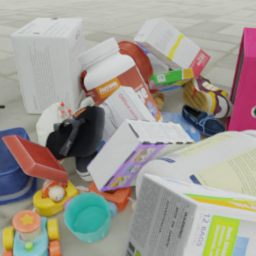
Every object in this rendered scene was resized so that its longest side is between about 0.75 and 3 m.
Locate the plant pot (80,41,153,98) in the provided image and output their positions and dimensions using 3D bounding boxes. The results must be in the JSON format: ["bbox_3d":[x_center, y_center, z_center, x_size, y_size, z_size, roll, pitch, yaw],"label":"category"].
[{"bbox_3d":[-0.518,-1.852,10.416,2.125,2.125,2.067,24,47,33],"label":"plant pot"}]

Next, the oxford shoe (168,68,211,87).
[{"bbox_3d":[2.572,-2.314,11.977,0.858,0.996,2.361,-21,39,-33],"label":"oxford shoe"}]

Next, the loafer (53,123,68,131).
[{"bbox_3d":[-1.406,0.202,7.031,0.450,0.514,1.429,-19,30,-34],"label":"loafer"}]

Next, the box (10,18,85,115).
[{"bbox_3d":[-2.672,-2.329,10.264,1.821,2.786,2.772,1,33,1],"label":"box"}]

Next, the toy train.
[{"bbox_3d":[-1.144,1.716,5.698,2.199,0.814,2.928,13,33,20],"label":"toy train"}]

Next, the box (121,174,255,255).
[{"bbox_3d":[1.268,1.511,3.481,2.335,1.314,1.184,16,-1,-22],"label":"box"}]

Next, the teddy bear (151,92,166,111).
[{"bbox_3d":[0.430,-0.624,9.181,2.144,0.716,1.554,-37,30,-32],"label":"teddy bear"}]

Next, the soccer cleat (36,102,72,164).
[{"bbox_3d":[-2.250,0.253,8.142,1.013,0.905,2.613,-27,37,17],"label":"soccer cleat"}]

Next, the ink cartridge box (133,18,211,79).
[{"bbox_3d":[1.535,-2.852,10.085,2.321,0.968,1.684,30,9,-21],"label":"ink cartridge box"}]

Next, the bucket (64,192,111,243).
[{"bbox_3d":[-0.758,1.765,5.493,0.895,0.582,0.895,-3,49,4],"label":"bucket"}]

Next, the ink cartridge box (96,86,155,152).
[{"bbox_3d":[-0.243,-0.104,6.321,1.017,1.402,0.587,54,23,9],"label":"ink cartridge box"}]

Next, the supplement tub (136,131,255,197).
[{"bbox_3d":[1.705,1.188,5.482,2.662,1.930,1.930,-18,36,-26],"label":"supplement tub"}]

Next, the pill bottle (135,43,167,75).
[{"bbox_3d":[0.772,-2.666,12.072,1.411,1.411,2.519,-7,34,-12],"label":"pill bottle"}]

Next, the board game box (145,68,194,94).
[{"bbox_3d":[1.151,-1.394,8.576,1.165,0.307,1.522,-12,-3,-11],"label":"board game box"}]

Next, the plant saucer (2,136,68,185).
[{"bbox_3d":[-1.894,0.638,5.923,1.221,1.223,0.224,41,94,34],"label":"plant saucer"}]

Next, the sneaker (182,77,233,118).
[{"bbox_3d":[2.867,-1.105,10.147,1.253,1.043,2.782,10,30,-10],"label":"sneaker"}]

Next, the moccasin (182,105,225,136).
[{"bbox_3d":[2.201,-0.229,8.501,1.523,0.519,0.613,28,63,35],"label":"moccasin"}]

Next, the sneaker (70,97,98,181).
[{"bbox_3d":[-1.074,0.161,7.599,1.156,1.171,2.949,-28,27,11],"label":"sneaker"}]

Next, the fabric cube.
[{"bbox_3d":[4.568,-1.013,8.056,2.942,2.896,2.952,11,36,16],"label":"fabric cube"}]

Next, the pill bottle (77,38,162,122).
[{"bbox_3d":[-0.244,-0.934,7.263,1.407,2.509,1.407,-27,15,8],"label":"pill bottle"}]

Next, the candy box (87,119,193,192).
[{"bbox_3d":[0.284,0.573,5.940,1.786,1.498,0.639,3,45,-47],"label":"candy box"}]

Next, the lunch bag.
[{"bbox_3d":[-2.858,0.894,6.677,1.197,1.166,1.762,-11,40,-4],"label":"lunch bag"}]

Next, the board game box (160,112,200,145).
[{"bbox_3d":[1.435,0.321,8.422,1.419,0.268,2.757,5,32,8],"label":"board game box"}]

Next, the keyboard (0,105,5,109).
[{"bbox_3d":[-4.574,-0.677,9.168,0.998,0.128,0.599,-1,9,-26],"label":"keyboard"}]

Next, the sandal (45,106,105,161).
[{"bbox_3d":[-1.300,0.240,6.048,0.526,2.457,0.934,12,63,-38],"label":"sandal"}]
